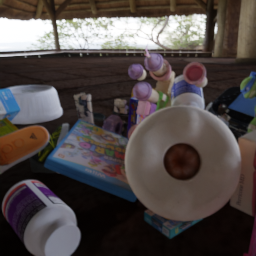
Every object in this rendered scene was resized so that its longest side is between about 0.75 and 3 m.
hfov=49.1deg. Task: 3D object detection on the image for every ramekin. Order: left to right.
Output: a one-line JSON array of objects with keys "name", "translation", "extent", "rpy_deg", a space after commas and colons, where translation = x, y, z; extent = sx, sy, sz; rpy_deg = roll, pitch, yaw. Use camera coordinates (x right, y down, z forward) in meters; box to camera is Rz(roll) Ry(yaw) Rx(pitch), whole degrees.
[{"name": "ramekin", "translation": [-3.892, -1.010, 11.129], "extent": [2.409, 1.122, 2.409], "rpy_deg": [-1, 19, 0]}]

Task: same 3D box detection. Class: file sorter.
[{"name": "file sorter", "translation": [1.877, 1.695, 2.779], "extent": [1.317, 1.188, 1.895], "rpy_deg": [8, 20, 22]}]

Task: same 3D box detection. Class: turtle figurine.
[{"name": "turtle figurine", "translation": [3.815, 0.079, 6.550], "extent": [2.791, 2.071, 2.878], "rpy_deg": [21, 41, 3]}]

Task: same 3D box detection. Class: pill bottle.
[{"name": "pill bottle", "translation": [-1.336, 1.403, 4.310], "extent": [0.794, 0.794, 1.413], "rpy_deg": [-15, 23, -37]}, {"name": "pill bottle", "translation": [1.762, -0.795, 8.349], "extent": [0.951, 0.951, 1.588], "rpy_deg": [2, 42, 6]}]

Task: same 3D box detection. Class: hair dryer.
[{"name": "hair dryer", "translation": [2.197, 0.189, 6.982], "extent": [0.385, 1.419, 1.080], "rpy_deg": [-18, 68, -32]}]

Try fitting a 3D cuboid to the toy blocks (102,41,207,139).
[{"name": "toy blocks", "translation": [0.436, -0.676, 7.209], "extent": [2.616, 2.444, 2.202], "rpy_deg": [15, 2, 24]}]

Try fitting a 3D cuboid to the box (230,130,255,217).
[{"name": "box", "translation": [3.053, 0.959, 4.599], "extent": [1.227, 1.439, 2.251], "rpy_deg": [-15, 24, -39]}]

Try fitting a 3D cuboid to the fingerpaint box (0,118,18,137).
[{"name": "fingerpaint box", "translation": [-3.464, 0.410, 7.192], "extent": [1.311, 0.576, 1.571], "rpy_deg": [-30, 30, -26]}]

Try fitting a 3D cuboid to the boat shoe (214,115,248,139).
[{"name": "boat shoe", "translation": [3.559, 0.007, 8.900], "extent": [0.712, 0.582, 1.928], "rpy_deg": [-17, 25, -42]}]

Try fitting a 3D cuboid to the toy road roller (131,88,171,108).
[{"name": "toy road roller", "translation": [0.885, -1.111, 11.156], "extent": [1.767, 1.086, 1.290], "rpy_deg": [-10, 31, -33]}]

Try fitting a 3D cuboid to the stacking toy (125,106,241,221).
[{"name": "stacking toy", "translation": [0.939, 0.676, 5.397], "extent": [1.809, 1.809, 2.476], "rpy_deg": [2, -8, 6]}]

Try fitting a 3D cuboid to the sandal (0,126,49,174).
[{"name": "sandal", "translation": [-2.823, 0.477, 5.861], "extent": [2.428, 0.696, 0.930], "rpy_deg": [-33, 70, -27]}]

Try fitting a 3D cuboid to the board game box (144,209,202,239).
[{"name": "board game box", "translation": [0.794, 1.527, 4.896], "extent": [0.832, 0.195, 0.628], "rpy_deg": [-14, 23, -37]}]

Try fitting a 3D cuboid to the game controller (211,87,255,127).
[{"name": "game controller", "translation": [3.774, -0.544, 8.262], "extent": [1.320, 0.533, 2.531], "rpy_deg": [-47, 45, -13]}]

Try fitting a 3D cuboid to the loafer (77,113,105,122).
[{"name": "loafer", "translation": [-1.370, -0.367, 10.478], "extent": [1.105, 0.348, 0.397], "rpy_deg": [9, 34, 16]}]

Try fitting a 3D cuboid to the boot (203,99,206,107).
[{"name": "boot", "translation": [2.870, -1.271, 13.027], "extent": [0.995, 0.483, 1.321], "rpy_deg": [-4, 25, -15]}]

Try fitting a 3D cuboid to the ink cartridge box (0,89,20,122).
[{"name": "ink cartridge box", "translation": [-4.695, -0.314, 8.186], "extent": [1.455, 0.838, 2.513], "rpy_deg": [-33, -7, 38]}]

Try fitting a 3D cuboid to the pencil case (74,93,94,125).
[{"name": "pencil case", "translation": [-1.265, -0.410, 8.273], "extent": [0.492, 1.265, 0.566], "rpy_deg": [-10, 9, -10]}]

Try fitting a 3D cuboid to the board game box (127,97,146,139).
[{"name": "board game box", "translation": [0.311, -0.358, 8.836], "extent": [0.292, 1.304, 0.877], "rpy_deg": [13, 22, 21]}]

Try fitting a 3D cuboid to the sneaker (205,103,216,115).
[{"name": "sneaker", "translation": [3.564, -0.506, 10.110], "extent": [2.180, 0.812, 0.922], "rpy_deg": [-15, 24, -39]}]

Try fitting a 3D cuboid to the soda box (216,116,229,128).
[{"name": "soda box", "translation": [1.937, 0.055, 8.628], "extent": [2.092, 0.666, 0.713], "rpy_deg": [-2, 20, -4]}]

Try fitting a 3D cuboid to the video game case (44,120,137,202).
[{"name": "video game case", "translation": [-0.613, 0.602, 6.582], "extent": [1.892, 0.235, 2.644], "rpy_deg": [23, 18, -3]}]

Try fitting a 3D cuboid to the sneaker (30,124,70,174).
[{"name": "sneaker", "translation": [-1.960, 0.452, 7.163], "extent": [0.936, 0.824, 2.213], "rpy_deg": [-3, 18, -9]}]

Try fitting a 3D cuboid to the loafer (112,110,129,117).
[{"name": "loafer", "translation": [-0.247, -0.616, 11.189], "extent": [0.855, 0.307, 0.269], "rpy_deg": [8, 3, 18]}]
